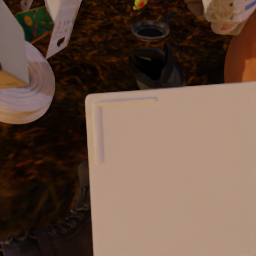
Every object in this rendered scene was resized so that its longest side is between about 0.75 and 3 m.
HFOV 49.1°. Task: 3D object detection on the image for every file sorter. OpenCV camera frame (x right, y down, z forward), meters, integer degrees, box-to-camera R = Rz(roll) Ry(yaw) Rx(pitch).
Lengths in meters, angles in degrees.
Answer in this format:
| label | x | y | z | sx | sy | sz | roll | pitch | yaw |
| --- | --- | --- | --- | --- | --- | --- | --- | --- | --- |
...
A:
| label | x | y | z | sx | sy | sz | roll | pitch | yaw |
| --- | --- | --- | --- | --- | --- | --- | --- | --- | --- |
| file sorter | 1.127 | 0.583 | 2.042 | 2.432 | 1.515 | 1.688 | -3 | 90 | 10 |

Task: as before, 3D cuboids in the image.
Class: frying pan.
| label | x | y | z | sx | sy | sz | roll | pitch | yaw |
| --- | --- | --- | --- | --- | --- | --- | --- | --- | --- |
| frying pan | 0.932 | -3.796 | 10.360 | 1.364 | 0.367 | 2.255 | 14 | 47 | 12 |

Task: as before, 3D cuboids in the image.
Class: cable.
| label | x | y | z | sx | sy | sz | roll | pitch | yaw |
| --- | --- | --- | --- | --- | --- | --- | --- | --- | --- |
| cable | -2.008 | -0.853 | 4.855 | 1.552 | 0.537 | 1.552 | 31 | 49 | -22 |

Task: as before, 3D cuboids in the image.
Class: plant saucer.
| label | x | y | z | sx | sy | sz | roll | pitch | yaw |
| --- | --- | --- | --- | --- | --- | --- | --- | --- | --- |
| plant saucer | 2.919 | -1.229 | 4.556 | 0.472 | 2.925 | 2.925 | 13 | 33 | -42 |

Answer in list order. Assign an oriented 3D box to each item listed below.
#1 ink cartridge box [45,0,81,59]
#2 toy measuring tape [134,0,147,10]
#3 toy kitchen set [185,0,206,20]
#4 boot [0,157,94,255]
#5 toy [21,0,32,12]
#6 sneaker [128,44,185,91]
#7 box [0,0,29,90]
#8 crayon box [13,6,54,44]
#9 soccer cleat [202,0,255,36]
| label | x | y | z | sx | sy | sz | roll | pitch | yaw |
| --- | --- | --- | --- | --- | --- | --- | --- | --- | --- |
| ink cartridge box | -1.272 | -2.493 | 5.401 | 0.570 | 1.997 | 1.623 | 26 | 24 | -8 |
| toy measuring tape | 0.467 | -3.997 | 8.696 | 0.794 | 0.292 | 0.292 | -41 | 50 | 12 |
| toy kitchen set | 0.978 | -3.542 | 6.953 | 1.953 | 1.766 | 2.164 | 0 | 16 | 18 |
| boot | -0.511 | 0.776 | 2.123 | 0.984 | 0.391 | 1.130 | -1 | 63 | -37 |
| toy | -1.945 | -3.905 | 6.029 | 0.630 | 2.667 | 1.536 | 27 | 4 | -20 |
| sneaker | 0.565 | -1.091 | 5.142 | 0.807 | 1.209 | 2.111 | -13 | 30 | 15 |
| box | -1.692 | -0.879 | 2.674 | 1.006 | 0.837 | 2.448 | -7 | 3 | -7 |
| crayon box | -2.343 | -2.139 | 6.267 | 1.138 | 0.558 | 1.916 | -24 | 23 | 18 |
| soccer cleat | 1.537 | -2.083 | 4.221 | 0.932 | 1.151 | 2.667 | 20 | 13 | 27 |
